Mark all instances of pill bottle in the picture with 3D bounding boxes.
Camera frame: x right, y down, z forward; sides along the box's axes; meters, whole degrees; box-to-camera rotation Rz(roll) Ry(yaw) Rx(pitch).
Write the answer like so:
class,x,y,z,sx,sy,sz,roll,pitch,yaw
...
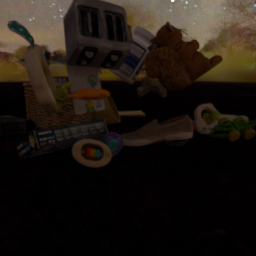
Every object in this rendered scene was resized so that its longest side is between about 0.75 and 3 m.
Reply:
class,x,y,z,sx,sy,sz,roll,pitch,yaw
pill bottle,0.233,-3.346,12.900,1.374,2.375,1.374,33,6,-4

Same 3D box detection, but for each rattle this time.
class,x,y,z,sx,sy,sz,roll,pitch,yaw
rattle,-1.936,-1.875,7.659,1.935,2.709,1.764,-21,-15,13
rattle,2.948,-0.215,12.103,1.874,1.220,1.339,-38,16,-24

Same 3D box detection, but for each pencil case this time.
class,x,y,z,sx,sy,sz,roll,pitch,yaw
pencil case,-0.861,0.354,9.188,0.711,0.772,1.671,-8,16,-33

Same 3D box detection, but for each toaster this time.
class,x,y,z,sx,sy,sz,roll,pitch,yaw
toaster,-0.902,-2.682,7.995,1.659,1.834,1.088,1,-15,-29

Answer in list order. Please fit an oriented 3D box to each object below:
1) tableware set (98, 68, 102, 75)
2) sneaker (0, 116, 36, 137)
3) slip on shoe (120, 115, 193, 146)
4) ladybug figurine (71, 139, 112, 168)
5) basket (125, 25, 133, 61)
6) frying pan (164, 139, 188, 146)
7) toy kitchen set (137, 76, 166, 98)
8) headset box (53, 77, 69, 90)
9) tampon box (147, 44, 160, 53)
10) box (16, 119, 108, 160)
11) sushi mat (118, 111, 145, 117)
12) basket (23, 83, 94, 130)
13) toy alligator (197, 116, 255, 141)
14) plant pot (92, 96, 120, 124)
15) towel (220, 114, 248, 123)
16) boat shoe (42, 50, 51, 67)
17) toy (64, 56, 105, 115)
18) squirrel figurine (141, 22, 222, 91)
class,x,y,z,sx,sy,sz,roll,pitch,yaw
tableware set,-1.422,-2.597,10.644,0.145,1.249,1.043,-33,50,10
sneaker,-4.734,-0.064,10.681,1.265,0.891,2.381,3,12,24
slip on shoe,0.939,0.087,9.896,2.645,0.801,1.006,-6,11,5
ladybug figurine,-1.019,0.727,7.762,1.160,0.788,0.417,15,-25,-21
basket,-0.505,-3.073,9.900,1.078,1.032,1.446,12,39,-15
frying pan,1.630,0.425,10.087,0.830,0.223,1.373,-6,10,-7
toy kitchen set,0.971,-1.621,11.577,0.933,0.761,0.842,-28,55,-12
headset box,-3.228,-1.503,14.100,2.720,2.025,1.051,-2,47,-11
tampon box,1.402,-2.926,11.144,0.785,1.047,0.661,-34,25,-1
box,-1.956,0.336,8.288,2.186,0.503,1.737,-12,-7,-37
sushi mat,-0.530,-0.779,15.497,2.797,0.169,1.338,-1,13,-5
basket,-2.945,-1.026,12.401,2.739,2.041,1.955,5,14,25
toy alligator,3.650,0.118,10.454,2.732,0.656,0.906,-4,46,-20
plant pot,-1.175,-0.761,13.076,1.086,1.529,1.529,-24,11,7
towel,4.645,-0.394,13.432,1.873,0.342,1.389,10,17,36
boat shoe,-3.998,-3.028,13.485,0.458,1.354,0.486,2,33,-32
toy,-1.414,-1.365,8.847,1.040,1.807,0.427,-13,2,-33
squirrel figurine,1.617,-2.527,9.806,2.387,2.228,1.689,-37,4,-32
